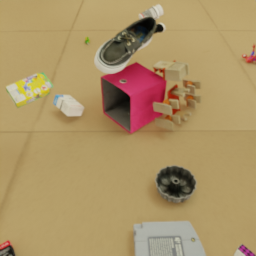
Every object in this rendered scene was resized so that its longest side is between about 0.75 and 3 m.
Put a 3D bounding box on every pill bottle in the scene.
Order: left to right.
[{"bbox_3d":[0.915,-4.497,11.159,0.891,0.507,0.507,-31,47,-2],"label":"pill bottle"}]

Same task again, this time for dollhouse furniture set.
[{"bbox_3d":[1.402,-1.115,8.727,0.956,1.836,1.856,16,41,37],"label":"dollhouse furniture set"}]

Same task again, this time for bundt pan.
[{"bbox_3d":[1.173,1.441,6.991,1.033,0.388,1.033,-1,42,1],"label":"bundt pan"}]

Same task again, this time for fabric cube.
[{"bbox_3d":[0.163,-0.993,8.883,1.474,1.478,1.450,-29,49,-29],"label":"fabric cube"}]

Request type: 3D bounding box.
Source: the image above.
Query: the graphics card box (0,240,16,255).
[{"bbox_3d":[-2.476,2.861,5.488,0.687,0.278,1.095,-25,46,-26],"label":"graphics card box"}]

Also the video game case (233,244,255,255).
[{"bbox_3d":[2.354,2.766,5.063,0.196,0.994,1.097,-30,49,-29],"label":"video game case"}]

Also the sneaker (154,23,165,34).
[{"bbox_3d":[0.928,-3.604,10.445,0.548,0.358,0.980,-35,24,-16],"label":"sneaker"}]

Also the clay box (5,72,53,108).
[{"bbox_3d":[-2.286,-0.904,6.566,0.948,0.226,0.545,-29,72,-25],"label":"clay box"}]

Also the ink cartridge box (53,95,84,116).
[{"bbox_3d":[-1.952,-0.733,9.169,0.837,0.353,0.611,39,25,30],"label":"ink cartridge box"}]

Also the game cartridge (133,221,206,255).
[{"bbox_3d":[0.859,2.872,5.403,1.442,0.450,2.166,2,42,-4],"label":"game cartridge"}]

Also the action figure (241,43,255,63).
[{"bbox_3d":[5.566,-2.974,11.666,1.573,0.779,0.513,22,46,26],"label":"action figure"}]

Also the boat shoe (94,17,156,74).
[{"bbox_3d":[-0.032,-2.469,8.014,0.878,0.724,2.557,40,54,2],"label":"boat shoe"}]

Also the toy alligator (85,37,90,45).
[{"bbox_3d":[-1.966,-4.098,13.310,0.211,0.231,0.778,-36,38,23],"label":"toy alligator"}]
